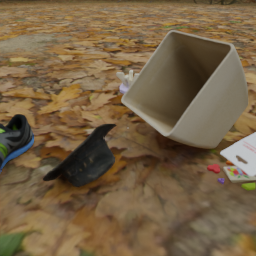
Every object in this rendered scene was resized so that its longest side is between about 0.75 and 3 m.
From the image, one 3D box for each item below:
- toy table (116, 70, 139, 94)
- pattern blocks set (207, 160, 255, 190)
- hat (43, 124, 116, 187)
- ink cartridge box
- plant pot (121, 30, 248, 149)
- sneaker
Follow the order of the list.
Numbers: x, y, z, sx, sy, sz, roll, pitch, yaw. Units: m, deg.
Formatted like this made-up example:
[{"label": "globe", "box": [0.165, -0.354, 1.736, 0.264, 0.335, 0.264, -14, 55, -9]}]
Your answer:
[{"label": "toy table", "box": [0.041, -1.954, 11.725, 1.061, 0.676, 1.154, 1, 28, 1]}, {"label": "pattern blocks set", "box": [2.721, 1.112, 6.843, 1.257, 0.102, 1.105, -8, 31, -15]}, {"label": "hat", "box": [-0.860, 0.784, 6.308, 0.811, 2.010, 2.010, 49, 44, 6]}, {"label": "ink cartridge box", "box": [2.960, 0.548, 5.765, 1.782, 0.605, 1.026, -26, 29, -7]}, {"label": "plant pot", "box": [1.736, -0.807, 7.622, 2.171, 2.453, 2.450, 33, 6, -37]}, {"label": "sneaker", "box": [-3.350, 0.482, 6.906, 0.968, 1.131, 2.730, 7, 30, 15]}]
